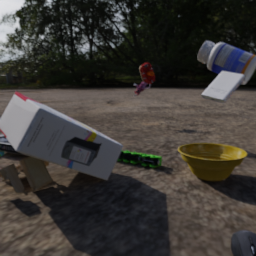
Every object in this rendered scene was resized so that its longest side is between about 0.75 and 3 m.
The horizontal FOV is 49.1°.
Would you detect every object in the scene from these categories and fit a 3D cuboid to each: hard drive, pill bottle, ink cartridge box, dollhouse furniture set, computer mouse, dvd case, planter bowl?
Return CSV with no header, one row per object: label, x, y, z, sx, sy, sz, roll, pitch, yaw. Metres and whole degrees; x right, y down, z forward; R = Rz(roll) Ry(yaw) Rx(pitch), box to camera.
hard drive,3.087,-1.342,9.091,0.834,0.160,1.265,24,62,44
pill bottle,4.639,-3.162,13.225,2.514,1.409,1.409,31,25,25
ink cartridge box,-1.684,0.230,7.044,2.530,1.083,1.867,27,-1,-41
dollhouse furniture set,-2.711,1.287,7.062,1.611,0.787,1.374,-26,-1,41
computer mouse,1.803,1.889,3.887,0.474,0.275,1.618,2,12,4
dvd case,-3.796,0.535,10.201,2.690,0.333,2.022,5,9,24
planter bowl,2.185,0.941,7.420,1.752,0.730,1.752,1,11,0

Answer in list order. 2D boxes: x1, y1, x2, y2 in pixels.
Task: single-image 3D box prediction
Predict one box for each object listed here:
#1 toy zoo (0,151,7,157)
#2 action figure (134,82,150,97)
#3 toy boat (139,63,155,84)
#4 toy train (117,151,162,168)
toy zoo,-4.489,0.857,9.456,0.588,0.092,0.896,0,11,-2
action figure,0.661,-2.005,14.838,0.764,0.687,1.026,8,35,30
toy boat,0.903,-2.333,12.093,0.589,0.902,0.590,-34,32,-18
toy train,0.185,0.901,8.614,1.840,0.384,0.519,7,3,32
